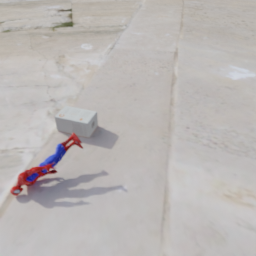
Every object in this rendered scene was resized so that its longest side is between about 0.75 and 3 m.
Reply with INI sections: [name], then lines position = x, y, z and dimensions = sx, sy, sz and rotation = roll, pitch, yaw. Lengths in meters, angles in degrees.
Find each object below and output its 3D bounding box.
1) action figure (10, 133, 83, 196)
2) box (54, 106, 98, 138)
[action figure]
position = -2.336, 1.106, 8.047
dimensions = 2.359, 0.772, 0.610
rotation = -37, 78, -17
[box]
position = -1.855, -0.239, 10.141
dimensions = 1.304, 0.635, 0.811
rotation = 12, 38, 15
